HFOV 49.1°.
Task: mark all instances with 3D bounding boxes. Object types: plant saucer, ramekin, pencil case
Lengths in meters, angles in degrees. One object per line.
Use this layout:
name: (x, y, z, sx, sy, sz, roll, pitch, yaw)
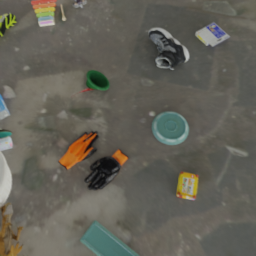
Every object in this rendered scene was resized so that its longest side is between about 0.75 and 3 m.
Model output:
plant saucer: (1.467, -0.031, 9.684, 1.293, 0.177, 1.293, 1, 65, -2)
plant saucer: (-0.384, 3.536, 7.936, 2.056, 0.195, 0.719, 34, 69, 14)
ramekin: (-4.686, 1.660, 8.313, 2.479, 1.154, 2.479, 0, 63, 0)
pencil case: (-4.346, 0.570, 9.255, 0.967, 0.439, 0.402, -12, 54, -7)

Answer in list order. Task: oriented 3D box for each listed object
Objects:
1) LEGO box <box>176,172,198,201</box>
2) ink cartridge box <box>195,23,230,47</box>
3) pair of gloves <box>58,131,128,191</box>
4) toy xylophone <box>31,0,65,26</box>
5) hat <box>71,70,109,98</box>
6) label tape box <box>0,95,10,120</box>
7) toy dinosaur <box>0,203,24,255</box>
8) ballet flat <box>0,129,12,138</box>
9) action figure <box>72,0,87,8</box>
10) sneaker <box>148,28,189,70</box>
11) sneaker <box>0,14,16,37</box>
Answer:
LEGO box: (1.844, 1.804, 8.725, 0.561, 0.291, 0.753, 12, 64, 6)
ink cartridge box: (3.476, -3.782, 11.538, 0.992, 0.236, 1.004, -31, 69, -16)
pair of gloves: (-1.134, 1.033, 9.153, 1.865, 0.231, 1.662, 38, 68, 14)
toy xylophone: (-3.406, -5.024, 12.030, 1.241, 0.426, 1.696, -18, 65, -9)
hat: (-1.403, -1.530, 10.490, 1.096, 0.964, 0.908, 20, 47, -28)
label tape box: (-5.065, -0.596, 9.823, 1.442, 0.477, 1.033, -30, 68, -11)
toy dinosaur: (-3.556, 3.585, 7.714, 1.519, 0.864, 2.861, -1, 57, 28)
ballet flat: (-4.477, 0.206, 9.503, 1.014, 0.345, 0.347, -18, 57, -9)
action figure: (-2.216, -5.632, 12.398, 0.660, 0.352, 1.014, -22, 69, -18)
sneaker: (1.316, -3.044, 10.862, 1.975, 0.745, 1.124, 43, 69, 16)
sneaker: (-5.327, -4.152, 11.518, 0.599, 0.591, 1.568, 16, 51, 34)
